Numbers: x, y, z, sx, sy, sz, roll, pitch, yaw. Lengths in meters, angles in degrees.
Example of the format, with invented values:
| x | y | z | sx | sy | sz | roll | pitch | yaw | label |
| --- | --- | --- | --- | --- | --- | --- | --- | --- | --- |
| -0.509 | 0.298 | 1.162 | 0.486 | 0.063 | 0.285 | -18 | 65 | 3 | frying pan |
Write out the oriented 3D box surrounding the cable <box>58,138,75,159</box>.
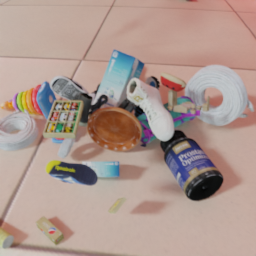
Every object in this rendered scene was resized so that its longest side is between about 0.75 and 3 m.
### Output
| x | y | z | sx | sy | sz | roll | pitch | yaw | label |
| --- | --- | --- | --- | --- | --- | --- | --- | --- | --- |
| -2.293 | 0.674 | 10.468 | 0.336 | 0.971 | 0.971 | 26 | 31 | -3 | cable |

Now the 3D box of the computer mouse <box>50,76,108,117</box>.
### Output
| x | y | z | sx | sy | sz | roll | pitch | yaw | label |
| --- | --- | --- | --- | --- | --- | --- | --- | --- | --- |
| -1.880 | -1.281 | 10.375 | 1.180 | 2.153 | 0.472 | -41 | 34 | 20 | computer mouse |

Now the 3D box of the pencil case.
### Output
| x | y | z | sx | sy | sz | roll | pitch | yaw | label |
| --- | --- | --- | --- | --- | --- | --- | --- | --- | --- |
| 1.541 | -0.347 | 11.740 | 2.855 | 1.215 | 1.319 | -26 | 31 | -26 | pencil case |

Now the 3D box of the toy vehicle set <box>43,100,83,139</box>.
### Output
| x | y | z | sx | sy | sz | roll | pitch | yaw | label |
| --- | --- | --- | --- | --- | --- | --- | --- | --- | --- |
| -1.803 | -0.267 | 7.932 | 0.858 | 0.183 | 1.382 | 0 | 45 | 3 | toy vehicle set |

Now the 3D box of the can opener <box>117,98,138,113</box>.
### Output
| x | y | z | sx | sy | sz | roll | pitch | yaw | label |
| --- | --- | --- | --- | --- | --- | --- | --- | --- | --- |
| -0.005 | -0.781 | 11.584 | 0.604 | 0.757 | 2.264 | 34 | 73 | 20 | can opener |

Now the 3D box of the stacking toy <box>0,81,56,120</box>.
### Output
| x | y | z | sx | sy | sz | roll | pitch | yaw | label |
| --- | --- | --- | --- | --- | --- | --- | --- | --- | --- |
| -4.699 | -1.173 | 12.838 | 2.571 | 1.411 | 1.492 | -5 | 43 | 12 | stacking toy |

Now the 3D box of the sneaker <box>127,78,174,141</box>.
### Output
| x | y | z | sx | sy | sz | roll | pitch | yaw | label |
| --- | --- | --- | --- | --- | --- | --- | --- | --- | --- |
| 0.661 | -0.718 | 10.143 | 1.492 | 0.951 | 2.581 | 23 | 36 | -39 | sneaker |

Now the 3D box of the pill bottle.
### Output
| x | y | z | sx | sy | sz | roll | pitch | yaw | label |
| --- | --- | --- | --- | --- | --- | --- | --- | --- | --- |
| 2.097 | 1.224 | 9.845 | 1.367 | 1.367 | 2.444 | -14 | 43 | -15 | pill bottle |

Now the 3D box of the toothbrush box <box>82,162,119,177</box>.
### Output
| x | y | z | sx | sy | sz | roll | pitch | yaw | label |
| --- | --- | --- | --- | --- | --- | --- | --- | --- | --- |
| -0.943 | 1.457 | 9.842 | 1.276 | 0.934 | 0.544 | 1 | 81 | -4 | toothbrush box |

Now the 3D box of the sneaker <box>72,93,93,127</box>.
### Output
| x | y | z | sx | sy | sz | roll | pitch | yaw | label |
| --- | --- | --- | --- | --- | --- | --- | --- | --- | --- |
| -1.750 | -0.809 | 9.875 | 0.720 | 1.022 | 1.925 | 12 | 13 | -35 | sneaker |

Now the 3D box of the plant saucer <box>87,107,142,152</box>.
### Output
| x | y | z | sx | sy | sz | roll | pitch | yaw | label |
| --- | --- | --- | --- | --- | --- | --- | --- | --- | --- |
| -0.510 | 0.053 | 10.447 | 2.061 | 2.061 | 0.333 | 6 | 41 | 7 | plant saucer |

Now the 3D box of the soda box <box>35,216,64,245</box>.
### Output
| x | y | z | sx | sy | sz | roll | pitch | yaw | label |
| --- | --- | --- | --- | --- | --- | --- | --- | --- | --- |
| -2.385 | 3.105 | 8.498 | 0.936 | 0.300 | 0.317 | 30 | 49 | 29 | soda box |

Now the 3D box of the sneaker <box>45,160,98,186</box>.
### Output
| x | y | z | sx | sy | sz | roll | pitch | yaw | label |
| --- | --- | --- | --- | --- | --- | --- | --- | --- | --- |
| -1.345 | 1.125 | 6.831 | 1.267 | 0.521 | 0.468 | 15 | 61 | 4 | sneaker |

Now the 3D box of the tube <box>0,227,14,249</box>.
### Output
| x | y | z | sx | sy | sz | roll | pitch | yaw | label |
| --- | --- | --- | --- | --- | --- | --- | --- | --- | --- |
| -4.187 | 3.098 | 8.458 | 1.644 | 0.427 | 0.477 | 18 | 6 | 26 | tube |

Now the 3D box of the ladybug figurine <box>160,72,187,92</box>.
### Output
| x | y | z | sx | sy | sz | roll | pitch | yaw | label |
| --- | --- | --- | --- | --- | --- | --- | --- | --- | --- |
| 1.635 | -1.680 | 10.423 | 0.883 | 0.468 | 1.301 | 22 | 11 | -34 | ladybug figurine |

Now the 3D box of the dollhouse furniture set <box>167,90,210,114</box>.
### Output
| x | y | z | sx | sy | sz | roll | pitch | yaw | label |
| --- | --- | --- | --- | --- | --- | --- | --- | --- | --- |
| 2.188 | -0.988 | 10.482 | 1.535 | 0.679 | 0.795 | 12 | 25 | 35 | dollhouse furniture set |

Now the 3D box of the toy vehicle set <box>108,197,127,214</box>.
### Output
| x | y | z | sx | sy | sz | roll | pitch | yaw | label |
| --- | --- | --- | --- | --- | --- | --- | --- | --- | --- |
| -0.328 | 2.263 | 8.159 | 0.108 | 0.817 | 0.508 | 43 | 69 | 1 | toy vehicle set |

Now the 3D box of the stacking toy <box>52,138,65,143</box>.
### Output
| x | y | z | sx | sy | sz | roll | pitch | yaw | label |
| --- | --- | --- | --- | --- | --- | --- | --- | --- | --- |
| -2.728 | -0.255 | 11.276 | 0.971 | 1.673 | 0.918 | -6 | 42 | -2 | stacking toy |

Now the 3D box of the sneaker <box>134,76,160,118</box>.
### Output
| x | y | z | sx | sy | sz | roll | pitch | yaw | label |
| --- | --- | --- | --- | --- | --- | --- | --- | --- | --- |
| 0.786 | -1.197 | 13.068 | 0.900 | 1.040 | 2.400 | 27 | 65 | -11 | sneaker |

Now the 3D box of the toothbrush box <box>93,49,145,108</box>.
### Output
| x | y | z | sx | sy | sz | roll | pitch | yaw | label |
| --- | --- | --- | --- | --- | --- | --- | --- | --- | --- |
| -0.358 | -1.922 | 12.127 | 1.048 | 2.457 | 1.799 | 25 | 10 | 12 | toothbrush box |

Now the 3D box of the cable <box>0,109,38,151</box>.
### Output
| x | y | z | sx | sy | sz | roll | pitch | yaw | label |
| --- | --- | --- | --- | --- | --- | --- | --- | --- | --- |
| -4.706 | 0.142 | 11.626 | 1.860 | 0.644 | 1.860 | -28 | 50 | -27 | cable |

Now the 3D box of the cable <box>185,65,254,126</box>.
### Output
| x | y | z | sx | sy | sz | roll | pitch | yaw | label |
| --- | --- | --- | --- | --- | --- | --- | --- | --- | --- |
| 3.655 | -1.318 | 11.844 | 2.575 | 2.575 | 0.892 | -11 | 19 | 45 | cable |

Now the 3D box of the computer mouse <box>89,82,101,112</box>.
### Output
| x | y | z | sx | sy | sz | roll | pitch | yaw | label |
| --- | --- | --- | --- | --- | --- | --- | --- | --- | --- |
| -1.740 | -1.037 | 12.328 | 0.534 | 1.334 | 2.432 | 41 | 48 | -10 | computer mouse |
